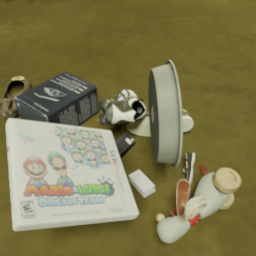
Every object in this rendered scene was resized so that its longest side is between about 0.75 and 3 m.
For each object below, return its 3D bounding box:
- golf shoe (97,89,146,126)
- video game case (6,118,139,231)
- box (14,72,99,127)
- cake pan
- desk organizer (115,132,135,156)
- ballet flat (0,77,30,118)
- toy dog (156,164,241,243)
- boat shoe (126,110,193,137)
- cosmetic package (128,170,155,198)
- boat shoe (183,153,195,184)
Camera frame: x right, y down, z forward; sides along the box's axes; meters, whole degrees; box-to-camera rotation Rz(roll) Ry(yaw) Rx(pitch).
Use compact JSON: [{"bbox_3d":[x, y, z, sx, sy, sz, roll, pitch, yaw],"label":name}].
[{"bbox_3d":[0.047,-0.606,9.248,1.277,1.051,2.703,8,21,16],"label":"golf shoe"},{"bbox_3d":[-1.123,0.852,5.678,2.448,0.290,2.228,8,47,-35],"label":"video game case"},{"bbox_3d":[-2.475,-0.813,10.044,1.742,1.228,2.354,29,49,29],"label":"box"},{"bbox_3d":[0.881,-0.327,7.222,0.504,2.749,2.749,-3,41,0],"label":"cake pan"},{"bbox_3d":[-0.282,0.621,8.922,0.416,0.447,1.161,46,38,4],"label":"desk organizer"},{"bbox_3d":[-4.524,-1.401,11.070,0.936,0.644,2.779,-8,38,1],"label":"ballet flat"},{"bbox_3d":[1.612,1.649,6.874,2.451,1.616,1.180,-10,42,-37],"label":"toy dog"},{"bbox_3d":[1.057,-0.229,9.678,2.275,0.813,0.680,-3,41,-1],"label":"boat shoe"},{"bbox_3d":[0.377,1.556,7.851,0.398,0.290,0.782,-25,41,-19],"label":"cosmetic package"},{"bbox_3d":[1.770,1.196,8.285,0.313,0.383,1.036,6,61,13],"label":"boat shoe"}]
